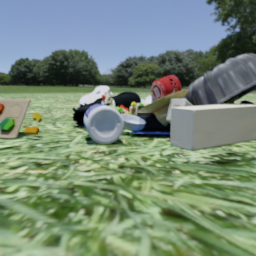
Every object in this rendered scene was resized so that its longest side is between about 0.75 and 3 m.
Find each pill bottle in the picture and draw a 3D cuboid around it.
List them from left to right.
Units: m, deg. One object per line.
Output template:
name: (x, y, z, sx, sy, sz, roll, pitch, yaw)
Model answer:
pill bottle: (-0.745, -0.164, 7.859, 0.975, 0.975, 1.629, -2, 9, -13)

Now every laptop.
laptop: (0.887, -0.259, 8.805, 1.435, 1.619, 0.836, 2, -33, 10)

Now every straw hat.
straw hat: (1.182, -0.463, 8.516, 1.768, 0.748, 1.768, -22, -5, -2)

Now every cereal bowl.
cereal bowl: (0.104, -0.119, 8.694, 0.845, 0.352, 0.845, 12, 18, -4)

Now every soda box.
soda box: (2.246, -0.957, 10.902, 2.650, 0.928, 0.840, -2, 4, -20)

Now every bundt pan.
bundt pan: (3.172, -1.383, 9.308, 3.028, 1.136, 3.028, -27, -9, -5)

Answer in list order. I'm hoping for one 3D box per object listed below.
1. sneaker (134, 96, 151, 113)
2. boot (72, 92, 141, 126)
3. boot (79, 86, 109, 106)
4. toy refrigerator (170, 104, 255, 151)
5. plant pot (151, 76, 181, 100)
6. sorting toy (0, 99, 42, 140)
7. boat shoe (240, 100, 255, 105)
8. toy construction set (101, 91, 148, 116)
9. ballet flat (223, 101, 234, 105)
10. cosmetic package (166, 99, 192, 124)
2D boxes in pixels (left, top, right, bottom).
sneaker: (1.236, -1.028, 14.332, 1.182, 0.927, 2.378, 18, 20, 25)
boot: (-0.834, -0.695, 10.350, 2.212, 0.819, 1.813, -2, 19, 29)
boot: (-1.629, -1.168, 14.360, 0.970, 1.205, 2.667, 12, 30, 18)
toy refrigerator: (2.347, -0.099, 7.456, 2.581, 0.980, 0.903, -6, 11, -32)
plant pot: (1.218, -1.255, 9.150, 0.733, 0.805, 0.805, -19, 18, -32)
sorting toy: (-3.418, -0.310, 8.241, 1.956, 1.457, 0.262, 2, -32, 15)
boat shoe: (5.124, -0.836, 12.013, 0.812, 0.678, 2.178, 23, 27, 29)
toy construction set: (-0.129, -0.618, 9.690, 1.769, 1.160, 0.815, 22, -20, -18)
ballet flat: (3.482, -1.061, 9.845, 0.363, 1.004, 0.341, -17, 16, 8)
cosmetic package: (1.645, -0.272, 7.971, 0.463, 0.685, 1.302, 5, -18, 39)
